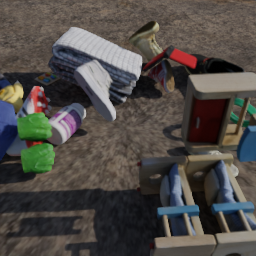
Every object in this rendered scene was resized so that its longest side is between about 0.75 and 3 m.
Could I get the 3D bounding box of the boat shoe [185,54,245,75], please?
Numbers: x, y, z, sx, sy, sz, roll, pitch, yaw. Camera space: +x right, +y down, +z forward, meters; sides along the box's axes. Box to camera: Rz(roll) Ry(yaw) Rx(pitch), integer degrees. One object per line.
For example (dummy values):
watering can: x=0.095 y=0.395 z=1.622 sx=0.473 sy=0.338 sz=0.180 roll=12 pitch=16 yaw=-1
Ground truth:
boat shoe: x=3.102 y=-2.137 z=10.136 sx=1.084 sy=0.929 sz=2.964 roll=-31 pitch=43 yaw=-8

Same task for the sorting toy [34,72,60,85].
sorting toy: x=-3.032 y=-1.882 z=10.541 sx=0.756 sy=0.138 sz=0.700 roll=22 pitch=43 yaw=26

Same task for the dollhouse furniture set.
dollhouse furniture set: x=1.240 y=0.828 z=4.798 sx=1.990 sy=2.839 sz=2.001 roll=-3 pitch=38 yaw=-3

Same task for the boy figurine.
boy figurine: x=-3.918 y=-0.990 z=8.872 sx=1.275 sy=0.661 sz=2.050 roll=-38 pitch=45 yaw=-13

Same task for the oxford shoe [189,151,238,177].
oxford shoe: x=2.080 y=0.715 z=6.998 sx=0.550 sy=0.423 sz=1.464 roll=-24 pitch=46 yaw=-32

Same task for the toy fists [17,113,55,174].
toy fists: x=-2.123 y=0.354 z=6.601 sx=0.731 sy=0.493 sz=1.434 roll=-9 pitch=82 yaw=-6

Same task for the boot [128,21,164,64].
boot: x=0.936 y=-3.172 z=10.655 sx=0.674 sy=1.446 sz=1.869 roll=-50 pitch=19 yaw=-15

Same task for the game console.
game console: x=1.489 y=-2.243 z=9.823 sx=1.444 sy=0.995 sz=1.676 roll=-32 pitch=11 yaw=26

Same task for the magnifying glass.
magnifying glass: x=3.579 y=-0.067 z=7.427 sx=2.436 sy=0.970 sz=0.273 roll=37 pitch=75 yaw=24

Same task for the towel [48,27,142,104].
towel: x=-1.012 y=-2.188 z=9.578 sx=2.888 sy=1.236 sz=2.391 roll=22 pitch=30 yaw=-8

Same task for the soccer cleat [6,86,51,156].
soccer cleat: x=-2.791 y=-0.251 z=7.799 sx=1.030 sy=0.830 sz=2.418 roll=-13 pitch=51 yaw=6

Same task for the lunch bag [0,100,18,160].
lunch bag: x=-3.643 y=-0.039 z=6.970 sx=1.200 sy=1.233 sz=1.814 roll=29 pitch=15 yaw=-42

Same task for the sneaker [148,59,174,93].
sneaker: x=1.154 y=-1.702 z=9.932 sx=0.802 sy=0.508 sz=1.425 roll=-27 pitch=49 yaw=34

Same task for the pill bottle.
pill bottle: x=-1.741 y=-0.163 z=7.873 sx=0.722 sy=0.722 sz=1.286 roll=16 pitch=40 yaw=20

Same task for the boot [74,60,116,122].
boot: x=-0.690 y=-1.071 z=7.758 sx=0.820 sy=1.716 sz=0.631 roll=-39 pitch=10 yaw=-30
